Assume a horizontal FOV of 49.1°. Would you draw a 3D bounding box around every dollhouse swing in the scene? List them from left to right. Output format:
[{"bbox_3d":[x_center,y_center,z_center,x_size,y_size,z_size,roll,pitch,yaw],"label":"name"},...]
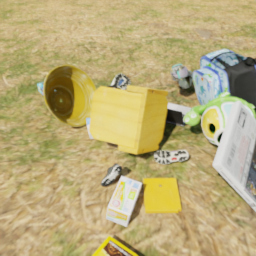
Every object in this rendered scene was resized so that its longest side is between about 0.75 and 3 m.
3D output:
[{"bbox_3d":[0.020,-0.376,9.397,1.807,2.055,1.868,14,11,35],"label":"dollhouse swing"}]

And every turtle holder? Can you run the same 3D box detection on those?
[{"bbox_3d":[3.295,-0.231,9.649,2.304,1.751,1.636,38,39,-15],"label":"turtle holder"}]

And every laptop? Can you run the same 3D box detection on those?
[{"bbox_3d":[1.393,-0.909,11.161,1.993,1.233,2.128,16,41,18],"label":"laptop"}]

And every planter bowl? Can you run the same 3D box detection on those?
[{"bbox_3d":[-2.467,-1.181,11.203,1.031,2.476,2.476,-12,22,46],"label":"planter bowl"}]

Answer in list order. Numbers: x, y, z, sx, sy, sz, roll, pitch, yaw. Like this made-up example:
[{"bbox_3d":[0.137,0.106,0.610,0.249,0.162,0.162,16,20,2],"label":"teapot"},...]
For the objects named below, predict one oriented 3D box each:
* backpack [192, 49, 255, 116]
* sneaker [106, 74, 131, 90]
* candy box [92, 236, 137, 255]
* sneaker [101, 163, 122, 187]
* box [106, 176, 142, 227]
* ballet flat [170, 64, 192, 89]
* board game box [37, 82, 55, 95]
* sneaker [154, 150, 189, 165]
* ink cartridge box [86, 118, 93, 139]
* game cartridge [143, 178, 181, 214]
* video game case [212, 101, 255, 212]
[{"bbox_3d":[3.754,-1.742,11.181,2.060,2.565,2.803,-20,29,6],"label":"backpack"},{"bbox_3d":[-0.716,-1.351,11.972,0.890,1.010,2.267,39,52,3],"label":"sneaker"},{"bbox_3d":[0.099,3.507,6.255,2.293,0.303,1.172,24,46,28],"label":"candy box"},{"bbox_3d":[-0.537,1.425,8.569,0.862,0.287,0.390,-50,29,5],"label":"sneaker"},{"bbox_3d":[-0.114,2.038,7.841,0.654,0.589,1.163,17,40,8],"label":"box"},{"bbox_3d":[2.381,-2.117,12.166,0.858,0.858,2.385,18,7,21],"label":"ballet flat"},{"bbox_3d":[-3.124,-1.893,13.084,1.757,0.412,1.326,-26,45,-29],"label":"board game box"},{"bbox_3d":[1.460,0.990,9.468,1.162,0.468,0.485,-3,-6,13],"label":"sneaker"},{"bbox_3d":[-0.885,-0.082,10.709,1.321,0.448,0.760,-10,43,-11],"label":"ink cartridge box"},{"bbox_3d":[0.983,1.997,8.308,1.043,0.192,1.183,0,41,0],"label":"game cartridge"},{"bbox_3d":[3.551,0.859,8.114,2.377,0.305,2.614,44,51,-15],"label":"video game case"}]
